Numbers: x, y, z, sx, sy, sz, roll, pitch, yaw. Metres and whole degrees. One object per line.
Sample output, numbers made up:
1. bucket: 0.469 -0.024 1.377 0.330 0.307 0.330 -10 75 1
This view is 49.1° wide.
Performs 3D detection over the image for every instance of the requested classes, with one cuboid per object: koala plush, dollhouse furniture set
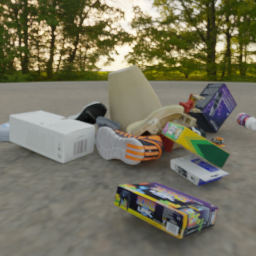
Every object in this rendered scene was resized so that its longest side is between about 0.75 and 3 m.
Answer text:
1. koala plush: -0.941 0.182 10.764 0.939 1.022 0.906 28 13 4
2. dollhouse furniture set: 1.764 -0.243 9.958 0.848 2.085 1.122 31 24 36

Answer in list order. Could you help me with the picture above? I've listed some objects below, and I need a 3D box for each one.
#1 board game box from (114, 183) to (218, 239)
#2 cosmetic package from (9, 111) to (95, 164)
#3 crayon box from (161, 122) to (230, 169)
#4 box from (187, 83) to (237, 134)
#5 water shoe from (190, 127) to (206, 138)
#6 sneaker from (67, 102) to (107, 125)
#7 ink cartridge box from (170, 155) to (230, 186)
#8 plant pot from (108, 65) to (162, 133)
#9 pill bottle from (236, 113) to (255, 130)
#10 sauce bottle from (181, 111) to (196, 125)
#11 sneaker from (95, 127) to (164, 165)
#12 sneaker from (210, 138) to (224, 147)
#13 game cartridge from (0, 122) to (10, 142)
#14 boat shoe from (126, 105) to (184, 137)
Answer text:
1. board game box: 0.731 1.522 5.482 1.574 0.446 1.301 14 5 42
2. cosmetic package: -2.755 0.209 9.991 2.951 1.092 1.500 16 19 31
3. crayon box: 1.901 0.452 8.272 1.505 0.509 1.745 29 2 -8
4. box: 3.764 -0.899 12.556 1.872 1.385 0.976 -50 28 -16
5. water shoe: 2.792 0.224 11.242 0.433 0.392 1.097 0 16 -5
6. sneaker: -1.803 -0.122 11.089 2.347 0.889 1.028 -28 32 28
7. ink cartridge box: 1.941 1.199 7.771 0.811 0.320 1.630 -10 16 -21
8. plant pot: 0.160 -1.200 11.773 2.447 2.613 2.447 -16 15 5
9. pill bottle: 5.000 -0.250 11.704 0.520 0.520 0.932 -4 22 -18
10. sauce bottle: 3.449 -0.538 13.692 2.516 0.830 0.830 4 9 -35
11. sneaker: 0.085 0.623 9.340 1.509 1.045 2.693 2 12 -38
12. sneaker: 3.489 0.508 10.890 0.312 0.308 0.798 -6 13 -17
13. game cartridge: -4.629 0.026 12.564 1.868 0.567 2.801 -3 13 5
14. boat shoe: 0.920 -0.058 9.516 2.250 0.731 0.812 -26 -31 28
